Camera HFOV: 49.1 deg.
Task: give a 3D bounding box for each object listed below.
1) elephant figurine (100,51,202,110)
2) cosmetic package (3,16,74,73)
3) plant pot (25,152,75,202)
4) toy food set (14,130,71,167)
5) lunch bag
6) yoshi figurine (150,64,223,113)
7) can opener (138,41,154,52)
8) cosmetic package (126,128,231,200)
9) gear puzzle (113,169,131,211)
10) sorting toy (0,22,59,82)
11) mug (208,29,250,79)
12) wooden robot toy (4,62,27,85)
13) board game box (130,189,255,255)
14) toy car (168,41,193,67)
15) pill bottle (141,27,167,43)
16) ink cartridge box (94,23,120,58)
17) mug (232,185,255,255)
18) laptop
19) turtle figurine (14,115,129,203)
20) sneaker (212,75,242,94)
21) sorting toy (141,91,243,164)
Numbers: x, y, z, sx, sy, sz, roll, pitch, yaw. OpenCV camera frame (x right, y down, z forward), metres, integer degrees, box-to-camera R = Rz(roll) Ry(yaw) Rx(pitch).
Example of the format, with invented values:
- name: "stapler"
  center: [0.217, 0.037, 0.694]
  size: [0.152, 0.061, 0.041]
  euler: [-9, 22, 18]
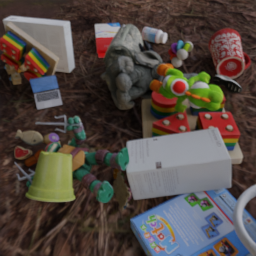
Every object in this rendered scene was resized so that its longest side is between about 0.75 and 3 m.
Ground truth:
- name: "elephant figurine"
  center: [0.778, -1.810, 10.249]
  size: [2.881, 2.039, 2.235]
  euler: [-16, 73, -18]
- name: "cosmetic package"
  center: [-3.704, -3.508, 11.833]
  size: [2.678, 2.019, 0.692]
  euler: [10, 37, 10]
- name: "plant pot"
  center: [-1.644, 1.030, 6.155]
  size: [1.054, 1.054, 0.969]
  euler: [5, 86, 6]
- name: "toy food set"
  center: [-2.612, 0.689, 8.171]
  size: [1.892, 0.298, 1.202]
  euler: [5, 78, 16]
- name: "lunch bag"
  center: [-0.124, -3.009, 11.456]
  size: [1.503, 1.809, 2.157]
  euler: [8, 43, 9]
- name: "yoshi figurine"
  center: [1.822, -1.082, 8.206]
  size: [2.207, 1.240, 1.236]
  euler: [32, 62, 35]
- name: "can opener"
  center: [0.687, -2.980, 10.818]
  size: [0.490, 1.547, 0.608]
  euler: [-28, 81, 17]
- name: "cosmetic package"
  center: [1.260, 0.917, 7.292]
  size: [2.495, 1.012, 1.408]
  euler: [-11, 32, 7]
- name: "gear puzzle"
  center: [-0.189, 1.539, 7.384]
  size: [0.164, 0.650, 1.255]
  euler: [9, 29, -26]
- name: "sorting toy"
  center: [-3.657, -2.449, 10.119]
  size: [1.980, 1.992, 0.693]
  euler: [36, 66, -11]
- name: "mug"
  center: [4.461, -3.123, 11.972]
  size: [1.830, 1.375, 2.061]
  euler: [4, 46, 6]
- name: "wooden robot toy"
  center: [-4.677, -2.624, 11.846]
  size: [0.907, 0.881, 2.000]
  euler: [-13, 43, -29]
- name: "board game box"
  center: [1.624, 2.430, 6.487]
  size: [2.561, 0.469, 1.937]
  euler: [-20, 46, -20]
- name: "toy car"
  center: [2.146, -3.232, 11.906]
  size: [0.830, 1.107, 0.969]
  euler: [36, 58, 1]
- name: "pill bottle"
  center: [1.324, -4.646, 14.122]
  size: [1.187, 0.645, 0.645]
  euler: [22, 47, 22]
- name: "ink cartridge box"
  center: [-0.935, -4.279, 13.642]
  size: [1.281, 0.741, 2.205]
  euler: [-6, 43, -6]
- name: "mug"
  center: [3.522, 2.246, 5.439]
  size: [2.958, 2.184, 2.594]
  euler: [34, 63, 31]
- name: "laptop"
  center: [-2.961, -1.274, 10.133]
  size: [0.926, 0.573, 0.989]
  euler: [-13, 81, -11]
- name: "turtle figurine"
  center: [-1.419, 0.755, 6.987]
  size: [2.719, 1.369, 2.036]
  euler: [17, 83, 26]
- name: "sneaker"
  center: [4.011, -1.801, 11.157]
  size: [0.501, 0.467, 1.264]
  euler: [-25, 47, -31]
- name: "sorting toy"
  center: [1.921, -0.253, 9.028]
  size: [2.875, 1.007, 2.893]
  euler: [0, 43, 0]
